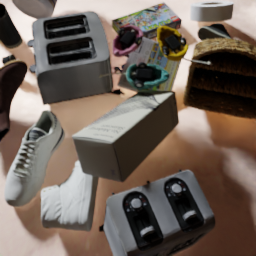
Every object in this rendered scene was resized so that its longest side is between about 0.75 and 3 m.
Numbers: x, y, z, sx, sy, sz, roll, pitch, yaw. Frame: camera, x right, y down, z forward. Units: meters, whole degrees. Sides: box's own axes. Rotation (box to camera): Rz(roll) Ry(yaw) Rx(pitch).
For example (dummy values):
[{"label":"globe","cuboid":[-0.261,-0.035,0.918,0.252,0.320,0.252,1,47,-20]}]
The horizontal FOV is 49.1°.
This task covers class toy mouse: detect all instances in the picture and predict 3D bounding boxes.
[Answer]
[{"label":"toy mouse","cuboid":[0.338,-1.958,8.001,2.648,0.577,2.980,-34,69,-9]}]

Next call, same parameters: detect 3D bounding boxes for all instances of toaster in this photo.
[{"label":"toaster","cuboid":[0.494,2.053,5.915,1.926,2.130,1.264,-14,57,-18]},{"label":"toaster","cuboid":[-1.673,-2.154,8.743,2.665,1.582,2.410,-11,59,-7]}]

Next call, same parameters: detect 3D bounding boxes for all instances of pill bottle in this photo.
[{"label":"pill bottle","cuboid":[-3.244,-5.641,10.557,1.560,1.560,2.696,11,75,7]}]

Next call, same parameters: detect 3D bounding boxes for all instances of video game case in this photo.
[{"label":"video game case","cuboid":[0.744,-1.919,9.009,1.698,0.214,1.866,19,76,3]}]

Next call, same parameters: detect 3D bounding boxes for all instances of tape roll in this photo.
[{"label":"tape roll","cuboid":[3.071,-4.307,10.331,1.554,0.544,1.554,-4,29,2]}]

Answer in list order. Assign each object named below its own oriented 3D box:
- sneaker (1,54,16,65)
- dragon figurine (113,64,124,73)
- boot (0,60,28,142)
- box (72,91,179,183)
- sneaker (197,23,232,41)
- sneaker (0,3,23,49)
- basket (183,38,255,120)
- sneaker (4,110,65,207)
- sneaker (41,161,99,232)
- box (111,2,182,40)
[{"label":"sneaker","cuboid":[-3.914,-1.967,9.307,0.458,0.323,0.863,-5,92,27]},{"label":"dragon figurine","cuboid":[-0.082,-1.980,9.273,0.882,0.259,0.438,-23,80,20]},{"label":"boot","cuboid":[-3.397,-0.640,7.810,2.192,0.793,1.823,-41,54,19]},{"label":"box","cuboid":[0.111,0.027,6.900,1.220,1.016,2.970,5,28,32]},{"label":"sneaker","cuboid":[3.425,-3.133,9.855,1.819,0.680,0.966,42,55,17]},{"label":"sneaker","cuboid":[-4.767,-4.089,10.083,0.959,1.361,2.563,-39,65,-21]},{"label":"basket","cuboid":[2.904,-1.496,8.128,2.301,1.642,1.714,14,45,8]},{"label":"sneaker","cuboid":[-2.520,0.734,7.247,0.983,1.036,2.573,15,63,5]},{"label":"sneaker","cuboid":[-1.462,1.355,6.969,1.356,0.865,2.347,-2,49,8]},{"label":"box","cuboid":[0.695,-3.904,10.535,2.322,0.403,1.278,-25,61,-15]}]
